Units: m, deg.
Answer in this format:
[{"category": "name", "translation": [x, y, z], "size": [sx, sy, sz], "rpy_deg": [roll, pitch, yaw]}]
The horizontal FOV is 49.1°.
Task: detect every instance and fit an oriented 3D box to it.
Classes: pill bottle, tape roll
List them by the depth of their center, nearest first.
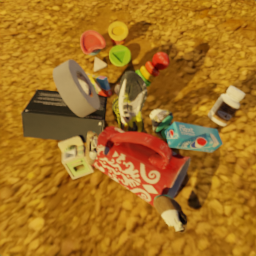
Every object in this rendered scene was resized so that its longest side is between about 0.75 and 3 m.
[{"category": "tape roll", "translation": [-1.527, -1.188, 8.463], "size": [0.559, 1.694, 1.694], "rpy_deg": [-28, 59, 12]}, {"category": "pill bottle", "translation": [3.437, -0.769, 9.759], "size": [0.738, 1.291, 0.738], "rpy_deg": [25, 23, -12]}]

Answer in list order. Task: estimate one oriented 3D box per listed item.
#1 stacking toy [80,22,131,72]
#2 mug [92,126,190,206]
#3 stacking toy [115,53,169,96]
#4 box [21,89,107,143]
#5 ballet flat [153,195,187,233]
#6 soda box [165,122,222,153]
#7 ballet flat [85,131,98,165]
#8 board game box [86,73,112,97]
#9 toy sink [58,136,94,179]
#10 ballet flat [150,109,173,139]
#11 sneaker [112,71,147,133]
[{"category": "stacking toy", "translation": [-0.938, -3.452, 12.465], "size": [2.174, 0.918, 1.968], "rpy_deg": [-16, 85, -6]}, {"category": "mug", "translation": [0.376, 0.888, 8.579], "size": [2.698, 2.395, 1.800], "rpy_deg": [26, 30, 21]}, {"category": "stacking toy", "translation": [0.593, -1.824, 10.176], "size": [2.250, 0.960, 0.960], "rpy_deg": [-40, 59, 20]}, {"category": "box", "translation": [-2.077, -0.419, 9.651], "size": [2.578, 1.017, 1.819], "rpy_deg": [6, 29, -3]}, {"category": "ballet flat", "translation": [1.209, 2.398, 7.515], "size": [0.597, 1.760, 0.636], "rpy_deg": [-23, 46, 12]}, {"category": "soda box", "translation": [1.768, 0.269, 7.506], "size": [1.518, 0.487, 0.515], "rpy_deg": [8, 52, -27]}, {"category": "ballet flat", "translation": [-0.979, 0.567, 7.666], "size": [0.340, 0.964, 0.315], "rpy_deg": [-8, 10, -40]}, {"category": "board game box", "translation": [-1.082, -1.553, 10.138], "size": [0.959, 0.734, 0.193], "rpy_deg": [18, 50, 36]}, {"category": "toy sink", "translation": [-1.683, 0.978, 9.025], "size": [0.762, 1.169, 0.655], "rpy_deg": [-19, 35, 0]}, {"category": "ballet flat", "translation": [1.052, -0.199, 9.352], "size": [0.803, 2.233, 0.803], "rpy_deg": [-3, 74, 9]}, {"category": "sneaker", "translation": [-0.125, -0.760, 9.222], "size": [1.004, 2.695, 1.140], "rpy_deg": [-28, 52, -27]}]
